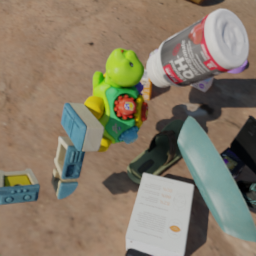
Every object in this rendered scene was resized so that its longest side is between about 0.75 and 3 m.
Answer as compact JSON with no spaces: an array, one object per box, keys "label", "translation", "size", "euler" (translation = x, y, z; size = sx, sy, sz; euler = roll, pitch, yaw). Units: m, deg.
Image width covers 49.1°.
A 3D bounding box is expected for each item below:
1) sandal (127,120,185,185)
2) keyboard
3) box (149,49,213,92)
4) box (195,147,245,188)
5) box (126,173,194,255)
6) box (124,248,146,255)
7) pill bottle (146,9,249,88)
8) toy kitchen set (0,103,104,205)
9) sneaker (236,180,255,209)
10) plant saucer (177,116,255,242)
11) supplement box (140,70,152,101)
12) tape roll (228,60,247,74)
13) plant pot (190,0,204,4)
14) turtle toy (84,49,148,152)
[{"label":"sandal","translation":[1.166,0.717,9.407],"size":[1.184,0.851,2.981],"euler":[33,57,24]},{"label":"keyboard","translation":[3.530,0.738,6.281],"size":[0.323,1.514,2.521],"euler":[-11,47,-33]},{"label":"box","translation":[2.255,-2.556,12.282],"size":[2.991,0.620,0.579],"euler":[33,58,23]},{"label":"box","translation":[2.897,1.431,8.796],"size":[1.442,0.881,0.765],"euler":[-33,58,-24]},{"label":"box","translation":[0.892,2.493,7.802],"size":[1.505,1.051,1.977],"euler":[13,51,10]},{"label":"box","translation":[0.605,4.384,6.586],"size":[2.257,0.561,2.240],"euler":[18,52,15]},{"label":"pill bottle","translation":[1.850,-2.098,8.226],"size":[1.574,2.843,1.574],"euler":[6,78,-33]},{"label":"toy kitchen set","translation":[-1.723,0.654,5.821],"size":[1.725,2.154,1.269],"euler":[2,25,-32]},{"label":"sneaker","translation":[2.276,1.181,4.597],"size":[0.463,0.487,1.228],"euler":[-45,19,-17]},{"label":"plant saucer","translation":[1.732,1.124,5.976],"size":[0.510,2.839,2.839],"euler":[-26,52,5]},{"label":"supplement box","translation":[0.056,-1.808,11.325],"size":[1.792,1.129,0.659],"euler":[8,53,7]},{"label":"tape roll","translation":[4.789,-2.985,12.795],"size":[1.130,0.371,1.130],"euler":[0,51,-1]},{"label":"plant pot","translation":[3.572,-8.668,16.110],"size":[2.884,2.688,2.688],"euler":[48,61,0]},{"label":"turtle toy","translation":[-0.200,-0.698,7.156],"size":[1.362,2.694,1.964],"euler":[4,38,15]}]
